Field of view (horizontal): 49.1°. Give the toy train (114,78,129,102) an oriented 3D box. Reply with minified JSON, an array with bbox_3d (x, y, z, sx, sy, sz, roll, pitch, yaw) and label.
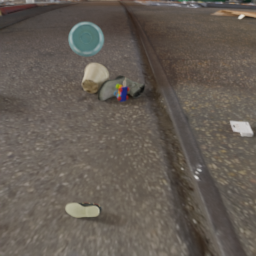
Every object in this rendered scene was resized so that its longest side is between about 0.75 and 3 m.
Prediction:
[{"bbox_3d":[-0.241,-1.379,9.574,0.366,0.866,0.501,-12,33,-34],"label":"toy train"}]

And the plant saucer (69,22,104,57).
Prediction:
[{"bbox_3d":[-1.536,-3.252,10.218,1.279,1.279,0.175,-2,0,-3],"label":"plant saucer"}]

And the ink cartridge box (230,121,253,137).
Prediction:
[{"bbox_3d":[4.697,0.031,11.712,0.774,0.196,0.878,5,32,6],"label":"ink cartridge box"}]

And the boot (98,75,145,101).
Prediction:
[{"bbox_3d":[-0.272,-1.947,14.387,1.643,0.852,2.515,24,40,24],"label":"boot"}]

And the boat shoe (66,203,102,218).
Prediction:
[{"bbox_3d":[-1.258,2.318,7.928,1.041,0.381,0.326,-1,-4,16],"label":"boat shoe"}]

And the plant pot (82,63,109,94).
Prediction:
[{"bbox_3d":[-1.856,-2.552,15.024,1.370,1.370,1.254,6,44,10],"label":"plant pot"}]
